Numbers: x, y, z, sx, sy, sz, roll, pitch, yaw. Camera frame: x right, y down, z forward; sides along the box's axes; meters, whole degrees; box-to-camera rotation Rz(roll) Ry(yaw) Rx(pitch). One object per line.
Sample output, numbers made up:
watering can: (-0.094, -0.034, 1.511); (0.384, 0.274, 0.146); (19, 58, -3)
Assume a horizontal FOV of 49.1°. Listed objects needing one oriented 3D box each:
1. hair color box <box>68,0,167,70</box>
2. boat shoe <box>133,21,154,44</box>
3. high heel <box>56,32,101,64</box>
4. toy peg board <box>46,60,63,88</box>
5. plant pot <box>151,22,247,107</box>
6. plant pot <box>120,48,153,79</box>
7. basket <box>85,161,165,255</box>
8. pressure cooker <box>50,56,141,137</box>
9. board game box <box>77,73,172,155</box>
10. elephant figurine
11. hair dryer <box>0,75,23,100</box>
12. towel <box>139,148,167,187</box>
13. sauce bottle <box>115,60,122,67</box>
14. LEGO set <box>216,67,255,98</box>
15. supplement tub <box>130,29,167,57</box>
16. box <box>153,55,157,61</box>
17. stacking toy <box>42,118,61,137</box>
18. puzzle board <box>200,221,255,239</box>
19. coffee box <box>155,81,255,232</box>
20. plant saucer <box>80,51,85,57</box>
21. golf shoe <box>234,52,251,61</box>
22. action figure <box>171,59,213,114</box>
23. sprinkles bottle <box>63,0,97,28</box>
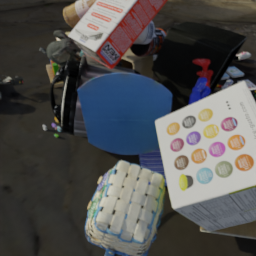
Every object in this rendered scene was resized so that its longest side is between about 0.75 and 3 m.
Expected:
hair color box: (-0.188, -2.709, 6.689); (2.387, 0.763, 1.324); (-50, 50, -1)
boat shoe: (-0.540, -2.887, 8.387); (1.171, 1.014, 2.746); (-9, 23, -36)
high heel: (-1.456, -2.259, 10.084); (2.801, 1.996, 1.000); (30, 64, 27)
toy peg board: (-2.412, -2.574, 11.462); (1.755, 0.858, 1.748); (-13, 42, -15)
plant pot: (2.190, -2.258, 9.280); (2.061, 2.323, 2.318); (35, 39, 13)
plant pot: (0.140, -2.184, 10.433); (1.484, 1.486, 1.315); (31, 50, 34)
basket: (-0.033, 1.569, 5.396); (1.364, 1.961, 1.729); (17, 58, 9)
pressure cooker: (-0.971, -0.792, 8.009); (2.495, 2.194, 2.228); (7, 2, -7)
board game box: (-0.024, -0.357, 6.657); (2.030, 2.569, 0.500); (1, 46, 5)
elephant figurine: (-1.836, -2.407, 8.303); (1.104, 1.007, 1.423); (-38, 7, -22)
hair dryer: (-5.146, -1.283, 10.301); (1.802, 0.643, 2.366); (9, 33, 40)
towel: (0.825, 1.035, 7.663); (1.024, 0.169, 1.414); (-1, 40, -3)
sauce bottle: (-0.480, -2.032, 8.091); (0.417, 1.264, 0.417); (-2, 83, 13)
LEGO set: (3.970, -1.851, 10.824); (1.817, 0.597, 2.432); (-10, 39, -10)
supplement tub: (0.807, -2.897, 9.441); (0.888, 0.888, 1.660); (25, 30, 27)
box: (0.392, -3.556, 12.998); (1.966, 0.405, 1.533); (24, 46, 27)
stacking toy: (-2.279, -0.021, 8.926); (0.759, 0.178, 0.572); (28, 48, 29)
puzzle board: (2.573, 1.626, 6.510); (1.647, 0.190, 2.186); (4, 34, 15)
coffee box: (1.775, 0.652, 5.169); (1.786, 1.806, 1.803); (-24, 51, 22)
plant saucer: (-0.919, -2.161, 7.458); (0.874, 0.083, 0.305); (-18, 38, 24)
golf shoe: (5.074, -3.179, 12.631); (0.904, 0.328, 0.416); (-5, 43, 7)
action figure: (1.439, -0.462, 7.473); (1.343, 0.885, 2.713); (0, 65, 28)
sprinkles bottle: (-0.937, -3.425, 7.824); (1.853, 0.632, 0.632); (-15, 32, 28)
